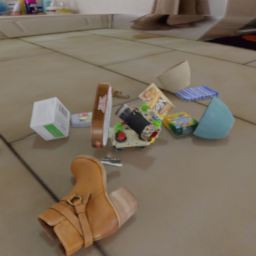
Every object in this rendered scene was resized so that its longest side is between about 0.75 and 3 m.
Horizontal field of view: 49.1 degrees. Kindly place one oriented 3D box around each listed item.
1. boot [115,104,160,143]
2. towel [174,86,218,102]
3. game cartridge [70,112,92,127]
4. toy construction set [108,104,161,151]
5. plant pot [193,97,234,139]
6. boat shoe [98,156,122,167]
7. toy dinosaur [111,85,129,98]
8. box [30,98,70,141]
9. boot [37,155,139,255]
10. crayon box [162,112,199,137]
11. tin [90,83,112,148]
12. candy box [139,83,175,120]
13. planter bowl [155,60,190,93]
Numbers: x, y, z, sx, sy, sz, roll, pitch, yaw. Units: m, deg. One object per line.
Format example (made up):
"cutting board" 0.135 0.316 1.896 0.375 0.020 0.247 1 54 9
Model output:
"boot" 0.402 -0.151 9.423 1.387 0.674 1.842 40 6 15
"towel" 3.546 -1.847 14.706 1.986 0.237 1.438 -11 29 -17
"game cartridge" -1.788 -0.357 11.985 1.304 0.267 0.868 -9 35 -13
"toy construction set" 0.010 -0.042 10.327 2.766 1.274 1.814 -12 54 -6
"plant pot" 3.320 -0.225 10.578 1.094 1.625 1.625 29 36 11
"boat shoe" -0.572 1.005 8.481 0.341 0.288 0.956 -16 -22 37
"toy dinosaur" -0.663 -1.826 14.610 1.713 0.518 0.910 32 16 39
"box" -2.862 -0.314 10.398 0.958 1.113 1.119 -10 58 14
"boot" -1.352 1.889 7.280 2.141 1.058 2.758 -26 45 -33
"crayon box" 2.073 -0.219 11.361 0.967 0.397 1.538 -13 25 -13
"tin" -0.848 -0.424 9.160 0.487 1.302 2.325 6 59 -1
"candy box" 1.009 -0.924 9.939 0.678 1.175 0.325 -43 1 4
"planter bowl" 2.453 -2.538 14.422 1.767 1.189 1.767 -27 11 6
